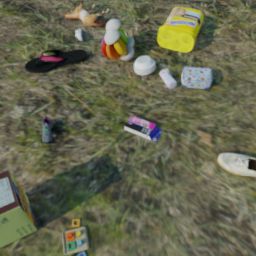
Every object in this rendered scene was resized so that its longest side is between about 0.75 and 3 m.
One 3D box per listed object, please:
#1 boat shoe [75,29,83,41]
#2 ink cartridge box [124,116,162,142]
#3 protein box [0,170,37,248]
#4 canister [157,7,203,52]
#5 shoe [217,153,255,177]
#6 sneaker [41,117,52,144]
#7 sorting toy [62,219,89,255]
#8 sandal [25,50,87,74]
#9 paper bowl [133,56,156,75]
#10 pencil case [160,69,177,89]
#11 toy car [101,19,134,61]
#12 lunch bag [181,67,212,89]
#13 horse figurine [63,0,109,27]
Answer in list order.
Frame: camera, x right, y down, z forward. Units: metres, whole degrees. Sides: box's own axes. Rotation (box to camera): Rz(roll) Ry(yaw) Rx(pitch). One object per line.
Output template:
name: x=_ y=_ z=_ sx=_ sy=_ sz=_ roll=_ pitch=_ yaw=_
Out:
boat shoe: x=-2.496 y=-4.641 z=14.150 sx=0.345 sy=0.380 sz=1.033 roll=-15 pitch=41 yaw=2
ink cartridge box: x=0.577 y=0.028 z=10.481 sx=1.328 sy=0.246 sz=0.629 roll=23 pitch=55 yaw=14
protein box: x=-3.697 y=2.373 z=7.610 sx=1.775 sy=1.763 sz=1.198 roll=-22 pitch=55 yaw=-17
canister: x=2.650 y=-4.964 z=13.944 sx=1.794 sy=1.045 sz=2.415 roll=17 pitch=52 yaw=13
shoe: x=4.141 y=1.250 z=9.243 sx=2.303 sy=0.615 sz=0.805 roll=17 pitch=53 yaw=13
sneaker: x=-3.023 y=0.085 z=10.280 sx=0.381 sy=0.448 sz=1.023 roll=-9 pitch=52 yaw=-7
sorting toy: x=-1.513 y=3.190 z=7.985 sx=0.704 sy=0.170 sz=1.250 roll=-11 pitch=52 yaw=-9
sandal: x=-3.318 y=-3.236 z=12.793 sx=2.884 sy=0.650 sz=1.083 roll=-19 pitch=54 yaw=-14
paper bowl: x=0.713 y=-2.829 z=12.456 sx=0.977 sy=0.508 sz=0.977 roll=-9 pitch=46 yaw=9
pencil case: x=1.723 y=-2.109 z=12.055 sx=0.432 sy=0.396 sz=0.952 roll=-27 pitch=55 yaw=4
toy car: x=-0.618 y=-3.920 z=13.015 sx=1.376 sy=1.606 sz=1.836 roll=-24 pitch=46 yaw=29
lunch bag: x=2.981 y=-2.184 z=12.066 sx=1.337 sy=0.505 sz=1.071 roll=7 pitch=50 yaw=6
horse figurine: x=-2.095 y=-6.038 z=14.994 sx=2.523 sy=0.630 sz=1.672 roll=38 pitch=72 yaw=20
